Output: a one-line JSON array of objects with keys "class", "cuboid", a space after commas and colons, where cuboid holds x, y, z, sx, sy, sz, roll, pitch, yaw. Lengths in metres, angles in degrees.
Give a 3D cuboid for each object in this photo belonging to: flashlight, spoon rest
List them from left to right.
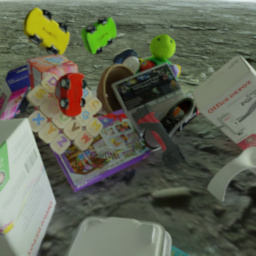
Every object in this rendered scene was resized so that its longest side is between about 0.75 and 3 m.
[{"class": "flashlight", "cuboid": [0.877, 0.269, 8.503, 0.687, 0.685, 2.023, -28, 82, -19]}, {"class": "spoon rest", "cuboid": [3.523, 1.141, 7.900, 2.812, 0.852, 1.397, -18, 36, -25]}]

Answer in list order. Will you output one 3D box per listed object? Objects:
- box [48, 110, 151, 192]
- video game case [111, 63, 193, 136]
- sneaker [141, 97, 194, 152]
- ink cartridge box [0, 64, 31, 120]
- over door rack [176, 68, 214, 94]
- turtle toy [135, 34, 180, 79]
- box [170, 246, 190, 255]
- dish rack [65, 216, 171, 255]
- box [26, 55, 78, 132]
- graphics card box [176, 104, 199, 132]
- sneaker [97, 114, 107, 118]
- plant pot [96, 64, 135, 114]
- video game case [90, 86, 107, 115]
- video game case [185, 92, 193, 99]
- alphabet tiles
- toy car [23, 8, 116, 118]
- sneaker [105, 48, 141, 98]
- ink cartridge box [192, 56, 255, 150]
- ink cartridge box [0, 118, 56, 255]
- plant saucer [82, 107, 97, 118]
[{"class": "box", "cuboid": [-0.840, 0.580, 8.415, 2.576, 0.504, 1.763, -21, 62, -27]}, {"class": "video game case", "cuboid": [0.874, -1.068, 10.177, 2.327, 0.272, 2.116, -24, 79, -11]}, {"class": "sneaker", "cuboid": [1.313, -0.201, 9.322, 0.884, 0.949, 2.392, 43, 74, 9]}, {"class": "ink cartridge box", "cuboid": [-4.006, -1.245, 10.178, 0.535, 2.885, 1.366, 48, 45, 3]}, {"class": "over door rack", "cuboid": [2.737, -1.796, 11.628, 2.805, 0.934, 2.073, -1, -4, -2]}, {"class": "turtle toy", "cuboid": [1.192, -2.260, 11.439, 2.162, 2.967, 1.500, 6, 7, -7]}, {"class": "box", "cuboid": [1.254, 2.859, 5.674, 1.025, 0.252, 0.422, 18, 37, 29]}, {"class": "dish rack", "cuboid": [-0.356, 2.725, 5.424, 2.212, 0.561, 2.577, 0, 30, 15]}, {"class": "box", "cuboid": [-2.494, -1.040, 9.671, 1.236, 2.610, 1.339, -21, 40, -31]}, {"class": "graphics card box", "cuboid": [1.943, -0.531, 10.956, 1.075, 0.436, 1.714, 21, 37, 30]}, {"class": "sneaker", "cuboid": [-0.667, -0.165, 10.253, 0.784, 0.565, 1.493, 22, 37, 31]}, {"class": "plant pot", "cuboid": [-0.490, -1.240, 10.253, 0.942, 2.041, 2.041, -3, 24, 40]}, {"class": "video game case", "cuboid": [-1.015, -1.178, 12.023, 1.634, 0.410, 1.802, 10, 33, 17]}, {"class": "video game case", "cuboid": [2.906, -1.250, 11.250, 1.200, 0.159, 1.680, -11, 18, -16]}, {"class": "alphabet tiles", "cuboid": [-1.700, -0.420, 7.797, 0.157, 2.155, 2.107, -21, 27, 53]}, {"class": "toy car", "cuboid": [-1.323, -2.083, 7.420, 0.643, 2.885, 2.715, 17, 50, 34]}, {"class": "sneaker", "cuboid": [-0.402, -2.301, 11.338, 0.838, 2.081, 1.524, 32, 24, -29]}, {"class": "ink cartridge box", "cuboid": [3.527, -0.659, 8.674, 2.540, 1.861, 1.051, 35, 30, -25]}, {"class": "ink cartridge box", "cuboid": [-2.559, 1.386, 5.781, 1.141, 2.607, 1.895, -3, 32, 9]}, {"class": "plant saucer", "cuboid": [-1.617, -0.621, 10.367, 1.053, 1.051, 0.193, 30, 53, 18]}]
